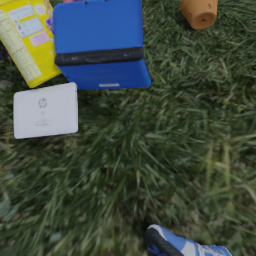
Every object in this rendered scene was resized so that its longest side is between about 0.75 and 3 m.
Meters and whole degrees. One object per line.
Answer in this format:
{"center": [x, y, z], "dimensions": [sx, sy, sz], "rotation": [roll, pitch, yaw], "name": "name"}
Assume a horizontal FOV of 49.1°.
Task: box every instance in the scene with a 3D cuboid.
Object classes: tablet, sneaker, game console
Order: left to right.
{"center": [-1.892, -0.372, 6.316], "dimensions": [1.693, 0.116, 1.102], "rotation": [-6, 83, 20], "name": "tablet"}
{"center": [-0.500, -1.657, 5.808], "dimensions": [1.852, 1.581, 1.096], "rotation": [1, 66, 17], "name": "game console"}
{"center": [1.468, 2.791, 5.741], "dimensions": [2.512, 0.951, 0.968], "rotation": [35, 53, 13], "name": "sneaker"}

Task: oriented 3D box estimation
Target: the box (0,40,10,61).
{"center": [-3.098, -2.921, 7.302], "dimensions": [1.090, 1.255, 1.900], "rotation": [38, 69, -5], "name": "box"}

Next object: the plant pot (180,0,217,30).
{"center": [2.907, -4.681, 11.241], "dimensions": [1.469, 1.469, 1.028], "rotation": [-5, 70, -4], "name": "plant pot"}

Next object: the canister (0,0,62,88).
{"center": [-2.068, -2.014, 6.169], "dimensions": [1.406, 1.894, 0.820], "rotation": [-36, 16, -27], "name": "canister"}

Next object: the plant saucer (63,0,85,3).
{"center": [-0.687, -3.107, 6.615], "dimensions": [2.041, 2.041, 0.517], "rotation": [-30, 75, -21], "name": "plant saucer"}
